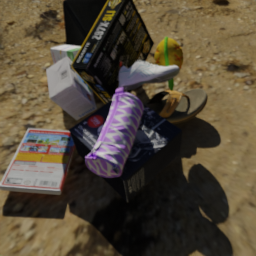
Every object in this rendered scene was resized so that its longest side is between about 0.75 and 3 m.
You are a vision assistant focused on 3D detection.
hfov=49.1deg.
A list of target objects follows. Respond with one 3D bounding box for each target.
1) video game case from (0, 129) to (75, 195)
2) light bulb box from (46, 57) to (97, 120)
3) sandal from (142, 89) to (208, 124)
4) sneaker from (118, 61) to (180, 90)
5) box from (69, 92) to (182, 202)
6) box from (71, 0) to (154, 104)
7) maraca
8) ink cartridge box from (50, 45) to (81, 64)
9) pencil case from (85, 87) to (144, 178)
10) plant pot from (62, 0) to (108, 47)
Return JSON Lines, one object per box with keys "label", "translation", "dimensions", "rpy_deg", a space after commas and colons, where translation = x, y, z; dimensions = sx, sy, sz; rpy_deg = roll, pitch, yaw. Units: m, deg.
{"label": "video game case", "translation": [-2.226, 0.795, 7.302], "dimensions": [1.465, 0.179, 2.049], "rpy_deg": [4, 42, 3]}
{"label": "light bulb box", "translation": [-1.576, -1.076, 7.827], "dimensions": [0.752, 1.205, 1.194], "rpy_deg": [-27, 53, 13]}
{"label": "sandal", "translation": [1.020, -0.688, 8.442], "dimensions": [2.886, 0.779, 1.159], "rpy_deg": [-12, 42, 0]}
{"label": "sneaker", "translation": [0.473, -1.421, 7.068], "dimensions": [1.627, 0.572, 0.652], "rpy_deg": [-8, 82, 20]}
{"label": "box", "translation": [-0.059, 0.375, 7.094], "dimensions": [1.901, 1.087, 2.088], "rpy_deg": [-38, 56, -24]}
{"label": "box", "translation": [-0.316, -2.212, 8.289], "dimensions": [0.657, 2.127, 2.663], "rpy_deg": [15, 72, 31]}
{"label": "maraca", "translation": [1.129, -1.760, 7.689], "dimensions": [0.783, 1.003, 1.463], "rpy_deg": [-5, 82, 20]}
{"label": "ink cartridge box", "translation": [-1.816, -2.065, 9.071], "dimensions": [0.621, 1.070, 1.478], "rpy_deg": [-27, 32, -32]}
{"label": "pencil case", "translation": [-0.286, 0.118, 6.046], "dimensions": [0.831, 0.846, 1.980], "rpy_deg": [-17, 40, 40]}
{"label": "plant pot", "translation": [-0.955, -3.268, 10.459], "dimensions": [2.311, 2.305, 2.050], "rpy_deg": [-16, 60, -18]}
